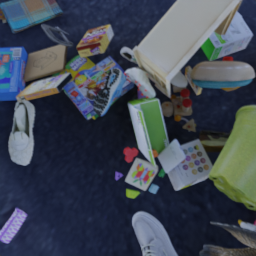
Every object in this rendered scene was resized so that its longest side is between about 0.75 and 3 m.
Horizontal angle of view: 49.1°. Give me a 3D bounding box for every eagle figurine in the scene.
[{"bbox_3d":[3.446,3.083,7.227,2.863,2.160,2.172,-10,80,-25],"label":"eagle figurine"}]

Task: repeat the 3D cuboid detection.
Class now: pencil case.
[{"bbox_3d":[-3.389,2.858,8.202,0.416,0.424,0.992,25,71,11],"label":"pencil case"}]

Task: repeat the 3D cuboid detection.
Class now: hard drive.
[{"bbox_3d":[1.217,0.813,7.918,0.114,0.895,0.590,-5,59,-36],"label":"hard drive"}]

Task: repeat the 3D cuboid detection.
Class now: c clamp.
[{"bbox_3d":[-2.334,-3.167,9.623,0.198,1.249,1.463,-53,49,24],"label":"c clamp"}]

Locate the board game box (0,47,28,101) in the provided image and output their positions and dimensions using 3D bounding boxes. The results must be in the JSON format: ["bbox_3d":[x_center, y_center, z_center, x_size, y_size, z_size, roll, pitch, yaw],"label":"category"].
[{"bbox_3d":[-5.033,-1.908,10.044,2.567,0.578,1.952,-2,68,-1],"label":"board game box"}]

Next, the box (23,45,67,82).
[{"bbox_3d":[-2.967,-2.378,10.109,1.593,0.169,1.302,-12,57,15],"label":"box"}]

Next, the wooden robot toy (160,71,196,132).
[{"bbox_3d":[1.529,-0.853,9.455,1.111,1.078,2.448,-11,67,8],"label":"wooden robot toy"}]

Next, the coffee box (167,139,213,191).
[{"bbox_3d":[1.795,1.154,8.522,1.082,1.094,1.092,-19,69,-9],"label":"coffee box"}]

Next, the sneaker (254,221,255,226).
[{"bbox_3d":[4.108,2.659,8.307,0.476,0.439,1.079,22,78,7],"label":"sneaker"}]

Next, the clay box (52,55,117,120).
[{"bbox_3d":[-1.529,-1.596,9.907,2.398,0.571,1.378,43,75,13],"label":"clay box"}]

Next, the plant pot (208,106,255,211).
[{"bbox_3d":[3.255,0.895,7.267,2.213,2.213,2.035,38,80,14],"label":"plant pot"}]

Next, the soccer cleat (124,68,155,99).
[{"bbox_3d":[0.451,-1.466,8.696,0.607,0.542,1.564,-30,47,-12],"label":"soccer cleat"}]

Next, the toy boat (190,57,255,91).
[{"bbox_3d":[3.100,-1.661,9.093,1.887,1.043,2.244,7,22,26],"label":"toy boat"}]

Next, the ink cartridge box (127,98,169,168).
[{"bbox_3d":[0.701,0.037,8.140,0.831,2.194,1.622,-16,103,-6],"label":"ink cartridge box"}]

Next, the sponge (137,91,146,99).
[{"bbox_3d":[0.615,-0.865,9.724,0.529,0.141,0.948,2,74,-20],"label":"sponge"}]

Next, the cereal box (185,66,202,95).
[{"bbox_3d":[2.301,-1.663,9.899,0.179,0.652,0.906,-26,70,0],"label":"cereal box"}]

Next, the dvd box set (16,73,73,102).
[{"bbox_3d":[-2.737,-1.331,9.207,1.587,0.233,1.161,-10,30,20],"label":"dvd box set"}]

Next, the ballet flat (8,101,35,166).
[{"bbox_3d":[-3.530,0.075,9.149,0.816,0.816,2.273,-5,68,-2],"label":"ballet flat"}]

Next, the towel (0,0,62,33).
[{"bbox_3d":[-3.949,-4.810,11.371,2.142,0.232,1.571,-27,72,-13],"label":"towel"}]

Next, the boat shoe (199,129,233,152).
[{"bbox_3d":[3.415,0.378,8.988,2.279,0.834,0.738,2,73,1],"label":"boat shoe"}]

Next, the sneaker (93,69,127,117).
[{"bbox_3d":[-0.486,-1.016,8.693,0.610,0.700,1.557,35,98,38],"label":"sneaker"}]

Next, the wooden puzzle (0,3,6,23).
[{"bbox_3d":[-5.030,-4.707,11.458,0.642,0.076,1.082,2,67,1],"label":"wooden puzzle"}]

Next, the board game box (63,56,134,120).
[{"bbox_3d":[-0.972,-1.359,9.330,1.982,0.342,1.342,-36,74,-13],"label":"board game box"}]

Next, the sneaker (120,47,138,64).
[{"bbox_3d":[0.311,-2.464,9.990,1.272,0.479,0.563,18,27,-3],"label":"sneaker"}]

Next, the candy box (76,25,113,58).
[{"bbox_3d":[-1.165,-3.150,10.101,0.922,0.446,1.581,-7,37,18],"label":"candy box"}]

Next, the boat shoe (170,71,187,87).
[{"bbox_3d":[1.329,-1.692,9.168,1.299,0.387,0.467,26,87,3],"label":"boat shoe"}]

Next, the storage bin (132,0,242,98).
[{"bbox_3d":[1.706,-2.567,8.497,1.341,2.841,2.862,41,93,10],"label":"storage bin"}]

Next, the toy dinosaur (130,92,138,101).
[{"bbox_3d":[0.335,-1.001,9.855,0.485,0.261,1.101,19,70,-10],"label":"toy dinosaur"}]

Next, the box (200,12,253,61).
[{"bbox_3d":[3.468,-3.705,10.617,1.588,0.870,1.799,-21,69,-8],"label":"box"}]

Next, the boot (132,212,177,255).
[{"bbox_3d":[0.695,3.299,7.314,0.806,1.047,2.190,-43,75,22],"label":"boot"}]

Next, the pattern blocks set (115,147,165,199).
[{"bbox_3d":[0.400,1.336,8.106,0.144,1.779,1.563,31,104,52],"label":"pattern blocks set"}]
